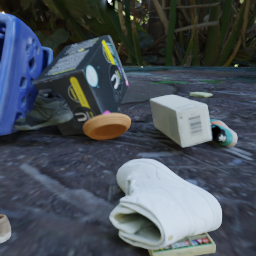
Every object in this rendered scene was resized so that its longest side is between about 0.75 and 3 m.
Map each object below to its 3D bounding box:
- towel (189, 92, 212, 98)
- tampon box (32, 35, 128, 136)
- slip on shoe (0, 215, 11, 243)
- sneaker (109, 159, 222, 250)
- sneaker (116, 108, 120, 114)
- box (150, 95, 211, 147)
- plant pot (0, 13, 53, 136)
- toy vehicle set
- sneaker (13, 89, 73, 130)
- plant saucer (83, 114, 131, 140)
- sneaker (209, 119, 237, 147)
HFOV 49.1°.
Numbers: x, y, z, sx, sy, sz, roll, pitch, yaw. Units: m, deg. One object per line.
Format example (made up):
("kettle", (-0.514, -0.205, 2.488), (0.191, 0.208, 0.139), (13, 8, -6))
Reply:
("towel", (3.884, -1.785, 14.978), (1.033, 0.188, 0.766), (14, 20, 42))
("tampon box", (-1.191, -1.267, 8.073), (1.527, 1.812, 2.418), (-9, 36, 21))
("slip on shoe", (-2.023, 1.270, 3.598), (1.010, 0.306, 0.384), (2, 15, 6))
("sneaker", (0.139, 0.937, 3.860), (1.124, 0.716, 1.945), (-6, 11, -35))
("sneaker", (-1.066, -0.603, 9.954), (1.461, 0.558, 0.837), (7, 9, 5))
("box", (1.254, -0.269, 7.181), (0.755, 0.907, 2.207), (-14, 16, -8))
("plant pot", (-3.835, -1.389, 7.874), (2.917, 2.917, 2.622), (11, 2, 14))
("toy vehicle set", (0.617, 1.403, 3.500), (0.790, 0.105, 0.491), (-3, 16, -12))
("sneaker", (-2.156, -0.446, 6.753), (1.523, 0.873, 0.582), (-13, 19, 18))
("plant saucer", (-0.533, 0.011, 7.264), (1.264, 0.237, 1.264), (-10, -23, -4))
("sneaker", (2.257, 0.052, 7.402), (0.572, 0.511, 1.431), (15, 12, -17))
